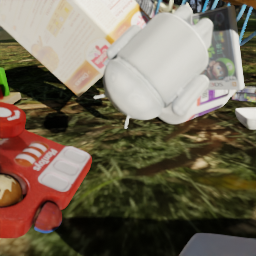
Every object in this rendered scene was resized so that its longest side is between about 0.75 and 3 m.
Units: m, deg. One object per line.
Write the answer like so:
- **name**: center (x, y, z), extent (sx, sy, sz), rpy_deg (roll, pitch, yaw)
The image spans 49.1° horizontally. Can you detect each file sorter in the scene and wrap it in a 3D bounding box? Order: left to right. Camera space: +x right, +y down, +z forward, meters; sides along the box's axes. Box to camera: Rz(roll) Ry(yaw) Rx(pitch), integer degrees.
- **file sorter**: center (2.040, -3.218, 6.616), extent (2.535, 1.555, 1.759), rpy_deg (19, 0, 0)

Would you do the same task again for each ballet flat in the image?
- **ballet flat**: center (1.204, -3.446, 8.205), extent (2.544, 0.905, 0.879), rpy_deg (30, 63, -2)

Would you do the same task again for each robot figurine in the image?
- **robot figurine**: center (0.190, -0.419, 1.968), extent (0.767, 0.905, 0.511), rpy_deg (44, -3, 24)

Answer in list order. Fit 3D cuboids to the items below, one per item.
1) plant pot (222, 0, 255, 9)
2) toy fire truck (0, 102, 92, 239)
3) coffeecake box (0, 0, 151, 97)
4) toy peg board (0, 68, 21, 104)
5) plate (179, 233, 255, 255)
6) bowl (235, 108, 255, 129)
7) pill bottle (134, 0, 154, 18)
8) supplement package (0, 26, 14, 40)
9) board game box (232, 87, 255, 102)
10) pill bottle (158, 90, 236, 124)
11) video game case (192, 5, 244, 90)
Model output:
- **plant pot**: center (1.437, -1.697, 2.692), extent (1.297, 1.297, 1.188), rpy_deg (-4, 48, -11)
- **toy fire truck**: center (-1.755, 0.698, 4.233), extent (2.007, 1.340, 2.390), rpy_deg (20, 23, 2)
- **coffeecake box**: center (-1.207, -2.009, 4.755), extent (2.013, 2.622, 0.958), rpy_deg (-23, 27, 56)
- **toy peg board**: center (-4.927, -1.058, 8.551), extent (2.312, 1.131, 2.302), rpy_deg (-5, 20, 3)
- **plate**: center (1.511, 1.445, 1.964), extent (2.609, 0.423, 2.615), rpy_deg (-2, -3, 25)
- **bowl**: center (3.566, -0.239, 7.770), extent (0.994, 0.371, 0.995), rpy_deg (0, 20, -1)
- **pill bottle**: center (-0.784, -3.074, 6.372), extent (2.580, 1.371, 1.371), rpy_deg (22, 9, -30)
- **supplement package**: center (-2.880, -3.414, 7.369), extent (1.673, 1.661, 2.204), rpy_deg (-15, 15, 21)
- **board game box**: center (4.541, -1.293, 10.637), extent (0.964, 0.331, 1.166), rpy_deg (9, 22, 27)
- **pill bottle**: center (2.122, -1.189, 8.540), extent (2.846, 1.586, 1.586), rpy_deg (-18, 27, -40)
- **video game case**: center (0.925, -0.896, 3.358), extent (0.107, 0.919, 0.836), rpy_deg (-30, 24, -34)
